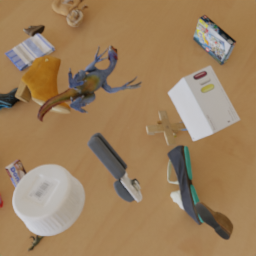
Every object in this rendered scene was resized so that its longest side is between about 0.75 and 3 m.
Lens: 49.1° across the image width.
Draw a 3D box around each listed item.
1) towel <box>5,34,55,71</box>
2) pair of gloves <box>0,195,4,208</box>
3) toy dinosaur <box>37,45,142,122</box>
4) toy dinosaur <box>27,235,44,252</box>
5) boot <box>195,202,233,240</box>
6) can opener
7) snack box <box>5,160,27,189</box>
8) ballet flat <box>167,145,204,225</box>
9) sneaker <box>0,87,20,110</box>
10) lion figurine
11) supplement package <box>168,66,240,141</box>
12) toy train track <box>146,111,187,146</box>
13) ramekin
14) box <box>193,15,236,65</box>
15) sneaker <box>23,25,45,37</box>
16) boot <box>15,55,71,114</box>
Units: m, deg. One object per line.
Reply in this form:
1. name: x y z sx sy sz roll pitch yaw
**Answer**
1. towel: -4.438 -3.484 12.679 1.879 0.224 1.380 -39 70 -16
2. pair of gloves: -5.656 2.076 9.887 2.190 0.310 2.724 -16 64 -13
3. toy dinosaur: -1.201 -1.640 8.668 2.974 1.562 2.699 -12 24 14
4. toy dinosaur: -3.050 3.688 9.325 0.844 0.200 0.372 -42 86 -18
5. boot: 2.356 2.441 7.660 1.220 0.449 0.460 46 52 7
6. can opener: -0.383 1.235 7.972 0.794 0.628 2.388 -30 105 14
7. snack box: -2.747 1.412 7.249 0.138 1.134 0.408 -6 23 34
8. ballet flat: 1.902 1.993 9.799 1.014 1.014 2.775 -8 71 -4
9. sneaker: -4.717 -1.159 11.445 1.684 0.617 0.690 -18 77 0
10. lion figurine: -2.951 -5.731 13.501 2.449 0.888 1.500 29 75 28
11. supplement package: 2.099 -0.646 8.036 0.943 1.324 1.700 -26 84 -14
12. toy train track: 2.039 0.033 10.956 2.717 0.442 1.558 -5 58 -9
13. ramekin: -1.668 1.438 5.825 1.396 0.680 1.396 -8 50 9
14. box: 3.717 -3.823 12.238 0.359 1.300 1.904 -33 69 -15
15. sneaker: -3.495 -3.712 10.470 0.400 0.373 1.059 29 31 -3
16. boot: -2.735 -1.616 9.814 2.574 0.906 1.843 18 78 27
